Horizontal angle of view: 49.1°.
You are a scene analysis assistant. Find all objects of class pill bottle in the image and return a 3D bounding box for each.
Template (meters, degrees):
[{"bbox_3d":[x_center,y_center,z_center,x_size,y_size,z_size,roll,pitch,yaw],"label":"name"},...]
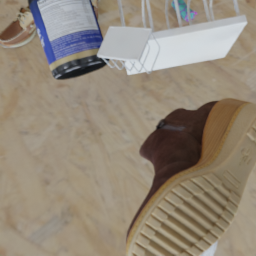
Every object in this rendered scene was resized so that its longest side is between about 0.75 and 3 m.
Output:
[{"bbox_3d":[-1.158,-2.014,5.201,1.135,1.135,2.030,-19,96,-11],"label":"pill bottle"}]

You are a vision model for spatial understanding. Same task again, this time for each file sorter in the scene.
[{"bbox_3d":[0.025,-1.246,4.552,0.802,0.499,0.556,16,78,31],"label":"file sorter"},{"bbox_3d":[1.082,-2.563,6.808,2.636,1.829,1.641,-10,80,3],"label":"file sorter"}]

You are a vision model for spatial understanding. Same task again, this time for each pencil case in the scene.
[{"bbox_3d":[2.071,-4.468,10.486,0.494,0.455,1.069,-28,63,-3],"label":"pencil case"}]

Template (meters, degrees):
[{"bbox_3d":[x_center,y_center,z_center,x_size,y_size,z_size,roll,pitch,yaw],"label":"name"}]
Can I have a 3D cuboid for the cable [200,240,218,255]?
[{"bbox_3d":[0.860,1.831,5.029,1.451,0.502,1.451,7,70,32],"label":"cable"}]

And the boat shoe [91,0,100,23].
[{"bbox_3d":[-1.554,-4.695,10.300,1.045,0.991,2.761,-1,60,0],"label":"boat shoe"}]

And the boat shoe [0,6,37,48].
[{"bbox_3d":[-3.568,-3.786,9.822,0.956,0.906,2.524,32,65,17],"label":"boat shoe"}]

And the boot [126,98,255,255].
[{"bbox_3d":[0.591,0.536,3.633,2.308,1.920,0.835,-45,106,-15],"label":"boot"}]
